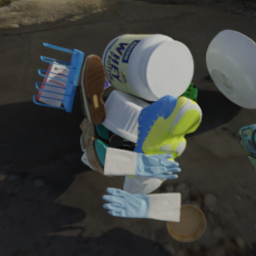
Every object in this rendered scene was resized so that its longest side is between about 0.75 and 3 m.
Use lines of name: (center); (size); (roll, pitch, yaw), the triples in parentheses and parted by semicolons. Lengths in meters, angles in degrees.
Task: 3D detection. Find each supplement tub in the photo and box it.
supplement tub: (0.504, -1.813, 8.324); (1.825, 1.825, 2.517); (-24, 26, -22)

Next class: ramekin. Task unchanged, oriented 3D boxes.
ramekin: (0.108, -0.335, 8.050); (1.840, 0.897, 1.840); (26, 13, -7)

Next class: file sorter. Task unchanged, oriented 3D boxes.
file sorter: (-1.922, -1.391, 7.556); (0.974, 1.588, 1.102); (10, 15, -23)

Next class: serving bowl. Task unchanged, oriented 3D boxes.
serving bowl: (3.415, -1.666, 8.992); (0.922, 2.803, 2.803); (-36, 51, -2)

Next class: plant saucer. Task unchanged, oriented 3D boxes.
plant saucer: (1.271, 2.080, 6.176); (0.866, 0.866, 0.153); (-1, 9, -1)

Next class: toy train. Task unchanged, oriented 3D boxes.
toy train: (2.139, -0.995, 9.846); (0.535, 0.396, 1.896); (19, 47, 5)

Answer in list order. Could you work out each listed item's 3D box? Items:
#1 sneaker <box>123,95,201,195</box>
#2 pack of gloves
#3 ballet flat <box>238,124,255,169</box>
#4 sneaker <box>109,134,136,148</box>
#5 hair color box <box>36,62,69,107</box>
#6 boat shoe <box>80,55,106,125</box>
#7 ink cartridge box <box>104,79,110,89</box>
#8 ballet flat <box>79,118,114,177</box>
sneaker: (0.602, 0.335, 6.639); (2.587, 0.980, 1.359); (-54, 37, 9)
pack of gloves: (0.234, 1.002, 4.957); (1.364, 0.269, 1.146); (6, 73, -2)
ballet flat: (2.918, 0.781, 5.810); (0.768, 2.070, 0.768); (-29, 12, 7)
sneaker: (-0.021, 0.353, 8.348); (1.193, 0.460, 0.489); (-20, 46, -24)
hair color box: (-2.274, -1.324, 8.701); (0.700, 1.262, 0.403); (23, -2, -34)
boat shoe: (-0.990, -0.972, 7.154); (0.654, 1.770, 0.655); (-14, 28, -34)
ink cartridge box: (-0.891, -1.733, 9.851); (0.345, 0.882, 1.863); (35, 44, 12)
ballet flat: (-0.879, 0.558, 7.653); (0.838, 0.905, 2.567); (-42, 33, 17)
